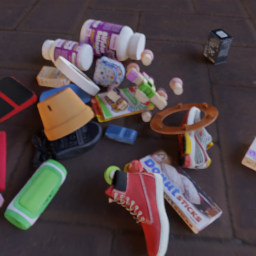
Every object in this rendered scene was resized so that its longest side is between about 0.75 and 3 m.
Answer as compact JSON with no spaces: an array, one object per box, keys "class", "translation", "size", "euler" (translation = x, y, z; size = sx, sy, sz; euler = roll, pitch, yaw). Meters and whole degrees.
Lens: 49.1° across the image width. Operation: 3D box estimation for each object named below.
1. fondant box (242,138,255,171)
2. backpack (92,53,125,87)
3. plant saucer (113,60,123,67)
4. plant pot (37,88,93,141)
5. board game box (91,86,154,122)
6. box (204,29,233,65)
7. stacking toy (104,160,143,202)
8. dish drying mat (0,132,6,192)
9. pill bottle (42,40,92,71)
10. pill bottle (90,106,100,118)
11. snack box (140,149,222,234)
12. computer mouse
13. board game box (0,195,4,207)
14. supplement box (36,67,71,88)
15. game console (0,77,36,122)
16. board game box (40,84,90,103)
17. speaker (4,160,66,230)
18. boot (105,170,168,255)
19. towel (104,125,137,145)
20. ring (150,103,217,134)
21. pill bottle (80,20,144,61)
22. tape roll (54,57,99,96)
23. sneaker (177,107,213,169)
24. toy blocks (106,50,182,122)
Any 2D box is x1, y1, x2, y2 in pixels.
[{"class":"fondant box","translation":[5.006,1.133,9.817],"size":[1.587,0.462,1.145],"euler":[28,54,24]},{"class":"backpack","translation":[-0.852,-2.415,12.460],"size":[1.317,1.383,1.065],"euler":[15,33,-5]},{"class":"plant saucer","translation":[-0.750,-2.802,13.413],"size":[1.034,0.262,1.034],"euler":[4,59,-7]},{"class":"plant pot","translation":[-2.386,-0.598,10.210],"size":[1.890,1.323,1.890],"euler":[-24,17,8]},{"class":"board game box","translation":[-0.229,-1.032,11.539],"size":[2.416,0.362,1.154],"euler":[-16,68,-18]},{"class":"box","translation":[4.451,-4.040,13.911],"size":[0.720,1.345,0.998],"euler":[-18,50,-15]},{"class":"stacking toy","translation":[-0.010,1.687,8.789],"size":[1.288,0.601,1.422],"euler":[4,61,-28]},{"class":"dish drying mat","translation":[-4.877,1.162,9.907],"size":[1.003,0.238,2.611],"euler":[-8,47,-15]},{"class":"pill bottle","translation":[-2.950,-3.583,13.565],"size":[2.215,1.243,1.243],"euler":[14,49,11]},{"class":"pill bottle","translation":[-1.432,-0.664,11.466],"size":[0.763,0.428,0.428],"euler":[-29,54,-25]},{"class":"snack box","translation":[1.590,1.936,9.137],"size":[1.047,0.354,2.912],"euler":[-25,53,-24]},{"class":"computer mouse","translation":[-2.163,0.544,10.296],"size":[2.613,0.689,1.809],"euler":[-16,51,1]},{"class":"board game box","translation":[-4.399,2.383,7.085],"size":[0.582,2.821,2.828],"euler":[9,49,4]},{"class":"supplement box","translation":[-3.379,-2.329,12.925],"size":[1.365,0.502,0.860],"euler":[8,49,7]},{"class":"game console","translation":[-5.343,-1.302,12.165],"size":[2.258,0.350,1.997],"euler":[33,59,27]},{"class":"board game box","translation":[-2.675,-1.162,11.973],"size":[2.096,0.408,1.656],"euler":[-23,47,-27]},{"class":"speaker","translation":[-2.818,2.024,8.716],"size":[0.931,0.931,2.104],"euler":[19,50,16]},{"class":"boot","translation":[0.168,2.383,7.896],"size":[1.743,0.875,2.417],"euler":[10,57,-23]},{"class":"towel","translation":[-0.280,0.229,10.756],"size":[1.176,0.285,0.657],"euler":[14,48,13]},{"class":"ring","translation":[2.067,-0.455,10.641],"size":[2.550,0.245,2.550],"euler":[-13,23,6]},{"class":"pill bottle","translation":[-0.748,-4.279,13.926],"size":[2.946,1.654,1.654],"euler":[15,50,13]},{"class":"tape roll","translation":[-2.147,-2.173,11.830],"size":[0.395,2.164,2.164],"euler":[-50,58,6]},{"class":"sneaker","translation":[2.465,0.379,10.275],"size":[1.107,1.049,2.695],"euler":[13,53,-3]},{"class":"toy blocks","translation":[0.679,-1.732,11.457],"size":[2.183,2.336,1.966],"euler":[40,21,-15]}]
